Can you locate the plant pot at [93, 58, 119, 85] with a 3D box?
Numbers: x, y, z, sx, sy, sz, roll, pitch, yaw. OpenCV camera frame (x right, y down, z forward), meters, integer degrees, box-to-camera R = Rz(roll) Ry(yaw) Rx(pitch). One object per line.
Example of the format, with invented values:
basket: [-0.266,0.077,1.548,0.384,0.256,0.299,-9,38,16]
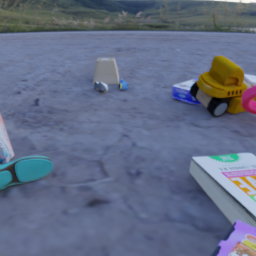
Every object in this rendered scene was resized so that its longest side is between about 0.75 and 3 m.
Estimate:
plant pot: [-1.208,-3.160,15.389,1.387,1.228,1.386,0,24,-1]

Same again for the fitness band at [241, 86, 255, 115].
fitness band: [5.138,-0.782,9.319,2.707,0.507,1.944,16,-14,-15]

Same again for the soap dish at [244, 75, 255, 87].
soap dish: [6.049,-1.962,13.158,1.315,0.679,1.672,10,23,1]

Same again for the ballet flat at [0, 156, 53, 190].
ballet flat: [-2.783,1.044,6.683,1.905,0.641,0.670,-18,22,-35]

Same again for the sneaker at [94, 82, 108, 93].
sneaker: [-1.235,-2.012,13.674,0.571,0.489,1.312,0,17,-26]

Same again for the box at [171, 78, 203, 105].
box: [3.360,-1.760,13.052,2.839,0.589,1.690,-19,31,-40]

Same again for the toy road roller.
toy road roller: [3.916,-1.718,10.871,2.685,1.960,1.650,-10,44,-26]

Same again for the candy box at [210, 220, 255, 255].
candy box: [1.615,2.559,2.745,2.414,1.030,2.878,20,30,37]

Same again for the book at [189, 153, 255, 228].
book: [2.749,1.388,6.059,1.787,0.643,2.675,-4,22,-15]

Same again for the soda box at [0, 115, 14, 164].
soda box: [-3.506,0.281,7.460,0.425,1.337,0.457,-5,25,7]

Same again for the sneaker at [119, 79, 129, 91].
sneaker: [-0.224,-2.170,14.250,0.469,0.394,1.195,7,24,-9]
